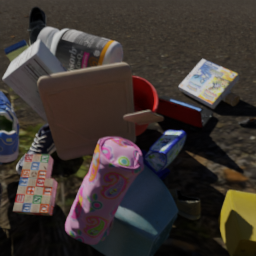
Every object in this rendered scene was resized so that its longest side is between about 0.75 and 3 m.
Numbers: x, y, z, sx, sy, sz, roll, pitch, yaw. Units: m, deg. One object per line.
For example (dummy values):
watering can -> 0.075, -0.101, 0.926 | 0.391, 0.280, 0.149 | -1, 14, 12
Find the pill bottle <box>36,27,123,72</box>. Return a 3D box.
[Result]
pill bottle -> -1.818, -2.719, 10.547 | 2.954, 1.719, 1.719 | 18, 41, 11

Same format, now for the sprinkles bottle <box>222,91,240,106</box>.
sprinkles bottle -> 4.898, -1.804, 14.660 | 0.623, 0.623, 1.825 | -24, 45, -27

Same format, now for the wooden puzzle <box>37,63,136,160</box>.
wooden puzzle -> -1.111, -0.457, 8.496 | 2.603, 2.814, 0.524 | -12, 34, -10

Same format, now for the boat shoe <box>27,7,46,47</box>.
boat shoe -> -3.661, -3.959, 11.334 | 0.814, 0.679, 2.183 | -8, 68, 0

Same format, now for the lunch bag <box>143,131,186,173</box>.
lunch bag -> 1.080, 0.622, 7.938 | 0.744, 1.168, 0.993 | 45, 61, 4

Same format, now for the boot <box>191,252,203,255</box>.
boot -> 2.453, 4.203, 6.837 | 1.919, 0.872, 2.284 | 5, 32, 13

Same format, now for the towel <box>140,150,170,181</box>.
towel -> 0.645, 1.529, 10.686 | 1.190, 0.399, 1.612 | -20, 42, -33

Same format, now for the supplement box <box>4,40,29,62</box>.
supplement box -> -3.976, -2.661, 10.391 | 0.829, 0.829, 0.557 | -29, 38, -8

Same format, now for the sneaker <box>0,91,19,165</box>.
sneaker -> -3.843, -0.320, 8.569 | 1.113, 1.133, 2.941 | -3, 47, -38

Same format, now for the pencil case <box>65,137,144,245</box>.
pencil case -> -0.544, 1.428, 6.088 | 1.103, 2.523, 1.103 | 18, 28, -10

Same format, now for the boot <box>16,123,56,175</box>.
boot -> -3.538, 0.701, 11.091 | 0.896, 1.113, 2.464 | 16, 41, 19

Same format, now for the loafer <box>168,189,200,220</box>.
loafer -> 1.437, 2.276, 9.261 | 2.087, 0.727, 0.785 | 18, 16, 14

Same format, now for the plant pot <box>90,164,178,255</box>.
plant pot -> 0.082, 2.492, 7.993 | 2.218, 2.172, 2.178 | 32, 41, 25

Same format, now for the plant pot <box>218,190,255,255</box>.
plant pot -> 3.513, 2.905, 7.897 | 1.573, 1.573, 1.387 | 8, 37, 9

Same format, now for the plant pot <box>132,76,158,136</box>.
plant pot -> 0.085, -0.705, 11.777 | 2.267, 2.006, 2.267 | -1, 65, 2

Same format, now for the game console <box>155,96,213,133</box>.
game console -> 2.303, -1.102, 12.899 | 2.884, 1.712, 2.486 | 23, 44, 25

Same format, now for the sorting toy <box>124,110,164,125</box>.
sorting toy -> 0.381, -0.256, 6.717 | 0.732, 0.791, 0.144 | -11, 74, 27

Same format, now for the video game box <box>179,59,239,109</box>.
video game box -> 4.165, -2.351, 14.651 | 2.096, 0.539, 2.301 | -50, 52, -3

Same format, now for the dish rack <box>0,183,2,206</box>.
dish rack -> -5.003, 2.634, 8.240 | 2.759, 0.753, 2.116 | -32, 43, 4

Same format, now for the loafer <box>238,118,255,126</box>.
loafer -> 5.549, -0.303, 13.015 | 0.857, 0.310, 0.312 | -10, 40, -11

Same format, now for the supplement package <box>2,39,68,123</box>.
supplement package -> -2.563, -1.357, 9.006 | 1.277, 2.303, 1.794 | -35, 31, 8

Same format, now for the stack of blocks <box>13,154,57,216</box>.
stack of blocks -> -1.882, 1.183, 5.885 | 0.696, 0.354, 1.209 | 2, 64, 0
